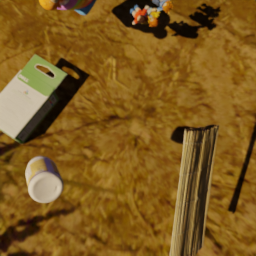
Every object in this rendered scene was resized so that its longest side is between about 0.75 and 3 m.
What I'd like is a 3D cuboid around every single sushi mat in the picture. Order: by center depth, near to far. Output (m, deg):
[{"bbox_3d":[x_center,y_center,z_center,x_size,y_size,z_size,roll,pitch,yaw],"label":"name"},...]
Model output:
[{"bbox_3d":[1.377,1.424,5.842,0.179,1.417,2.961,12,101,38],"label":"sushi mat"}]

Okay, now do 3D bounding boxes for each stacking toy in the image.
[{"bbox_3d":[-1.678,-3.587,7.259,1.518,1.436,2.616,32,35,-14],"label":"stacking toy"}]

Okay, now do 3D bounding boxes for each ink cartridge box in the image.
[{"bbox_3d":[-3.223,-0.934,9.076,1.355,0.774,2.611,32,75,10],"label":"ink cartridge box"}]

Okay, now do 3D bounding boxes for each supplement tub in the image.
[{"bbox_3d":[-1.448,0.853,4.790,0.559,0.768,0.559,-9,112,-22],"label":"supplement tub"}]

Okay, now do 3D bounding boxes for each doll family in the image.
[{"bbox_3d":[0.849,-3.557,8.213,1.660,0.748,1.030,-47,38,24],"label":"doll family"}]
